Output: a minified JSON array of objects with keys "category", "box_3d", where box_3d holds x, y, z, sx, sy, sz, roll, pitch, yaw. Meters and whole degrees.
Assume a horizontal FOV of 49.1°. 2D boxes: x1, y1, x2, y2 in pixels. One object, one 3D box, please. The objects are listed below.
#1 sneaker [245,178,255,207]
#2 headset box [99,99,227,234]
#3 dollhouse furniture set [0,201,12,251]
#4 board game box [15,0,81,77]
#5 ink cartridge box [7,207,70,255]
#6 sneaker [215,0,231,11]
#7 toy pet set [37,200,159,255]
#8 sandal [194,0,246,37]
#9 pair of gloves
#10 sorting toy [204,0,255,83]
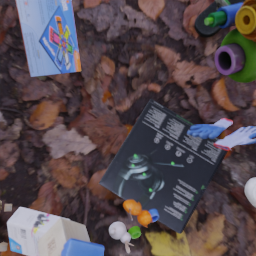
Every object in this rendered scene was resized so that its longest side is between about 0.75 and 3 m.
[{"category":"sneaker","box_3d":[4.685,2.228,7.841,2.763,1.376,1.034,30,83,6]},{"category":"headset box","box_3d":[0.927,1.137,8.000,2.544,1.356,2.922,30,83,4]},{"category":"dollhouse furniture set","box_3d":[-3.224,2.836,8.320,1.592,0.777,1.358,5,82,-23]},{"category":"board game box","box_3d":[-1.781,-2.341,6.206,1.170,0.221,2.273,-8,108,-10]},{"category":"ink cartridge box","box_3d":[-1.928,2.582,6.628,1.662,0.564,0.957,11,117,10]},{"category":"sneaker","box_3d":[2.357,-2.896,6.976,0.399,0.937,0.366,-35,42,12]},{"category":"toy pet set","box_3d":[-0.495,2.332,4.951,2.109,1.970,1.120,-47,39,11]},{"category":"sandal","box_3d":[3.368,-4.041,9.221,2.742,0.656,1.031,-35,84,8]},{"category":"pair of gloves","box_3d":[1.703,0.076,4.864,0.995,1.238,0.141,-20,113,-27]},{"category":"sorting toy","box_3d":[2.375,-1.962,5.999,1.060,2.581,1.551,-19,69,-18]}]
